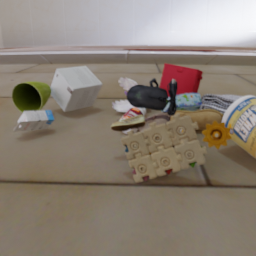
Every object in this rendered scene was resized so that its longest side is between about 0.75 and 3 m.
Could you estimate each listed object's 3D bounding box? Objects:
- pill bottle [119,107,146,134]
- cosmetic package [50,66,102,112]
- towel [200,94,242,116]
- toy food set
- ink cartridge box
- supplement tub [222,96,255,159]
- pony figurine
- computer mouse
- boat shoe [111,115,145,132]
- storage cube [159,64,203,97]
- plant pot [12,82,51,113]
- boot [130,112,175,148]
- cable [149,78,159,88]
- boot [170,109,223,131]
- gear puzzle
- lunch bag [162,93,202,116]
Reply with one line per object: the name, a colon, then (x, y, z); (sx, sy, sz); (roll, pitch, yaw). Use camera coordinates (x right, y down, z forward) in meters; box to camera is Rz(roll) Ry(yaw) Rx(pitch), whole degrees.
pill bottle: (0.187, -0.367, 10.749); (0.698, 0.698, 1.236); (11, 41, 27)
cosmetic package: (-2.410, -1.810, 12.828); (1.706, 1.408, 1.406); (-19, 59, -45)
towel: (4.151, -0.901, 11.198); (1.651, 0.853, 1.994); (-2, 14, -40)
toy food set: (1.171, 0.607, 8.365); (0.817, 0.867, 1.815); (12, 34, 31)
ink cartridge box: (-3.526, -0.267, 10.333); (1.326, 0.442, 0.768); (-6, -24, -43)
supplement tub: (3.980, 0.127, 8.202); (1.514, 1.514, 2.093); (-10, 36, -25)
pony figurine: (0.331, -1.366, 12.836); (1.789, 1.543, 1.853); (15, 6, 8)
computer mouse: (0.777, -0.951, 8.490); (1.627, 1.126, 0.429); (2, 4, -12)
boat shoe: (-0.014, -0.142, 8.329); (1.027, 0.377, 0.322); (-9, 61, -4)
storage cube: (2.566, -2.112, 13.710); (1.885, 1.695, 1.611); (16, 12, 19)
plant pot: (-3.925, -1.414, 11.943); (1.360, 1.360, 1.454); (5, 22, 12)
boot: (0.891, 0.043, 8.560); (2.164, 0.760, 1.582); (-3, 31, 41)
cable: (1.429, -2.266, 15.489); (0.258, 0.830, 1.017); (-8, 23, 25)
boot: (2.154, 0.053, 10.083); (2.174, 0.821, 2.483); (0, 19, 28)
gear puzzle: (1.221, 0.400, 7.155); (2.722, 1.410, 0.356); (-19, 0, 17)
lunch bag: (2.281, -0.953, 12.090); (1.616, 0.666, 1.299); (-8, -15, -18)
